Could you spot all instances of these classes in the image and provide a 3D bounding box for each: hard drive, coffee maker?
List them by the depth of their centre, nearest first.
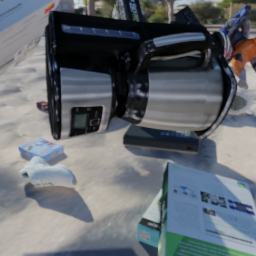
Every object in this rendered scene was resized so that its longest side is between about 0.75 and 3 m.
[{"bbox_3d":[-0.024,-0.983,5.005,2.809,1.892,2.698,0,29,-16],"label":"coffee maker"},{"bbox_3d":[1.201,0.219,9.701,2.452,0.403,1.711,6,24,14],"label":"hard drive"}]

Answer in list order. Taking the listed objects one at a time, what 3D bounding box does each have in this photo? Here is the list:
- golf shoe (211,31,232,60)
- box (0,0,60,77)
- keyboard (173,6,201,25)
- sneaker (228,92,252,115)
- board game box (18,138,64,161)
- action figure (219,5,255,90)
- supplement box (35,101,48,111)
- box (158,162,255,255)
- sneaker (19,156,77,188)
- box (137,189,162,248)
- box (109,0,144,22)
[{"bbox_3d":[1.768,-1.279,6.486,0.696,1.917,0.883,20,3,31],"label":"golf shoe"},{"bbox_3d":[-3.063,-2.301,7.307,2.233,0.590,2.865,-51,14,-32],"label":"box"},{"bbox_3d":[2.593,-3.118,9.832,1.312,2.520,0.499,-44,10,-31],"label":"keyboard"},{"bbox_3d":[4.060,-1.254,12.412,2.648,1.032,1.316,3,20,4],"label":"sneaker"},{"bbox_3d":[-2.756,0.685,8.875,1.151,0.211,0.871,16,28,33],"label":"board game box"},{"bbox_3d":[3.025,-1.953,8.154,1.437,2.748,2.659,31,23,-31],"label":"action figure"},{"bbox_3d":[-3.828,-1.014,12.763,0.787,0.240,0.428,21,31,37],"label":"supplement box"},{"bbox_3d":[1.569,1.780,5.320,1.906,0.480,2.641,15,28,2],"label":"box"},{"bbox_3d":[-2.058,1.274,7.173,1.766,0.621,0.708,9,35,33],"label":"sneaker"},{"bbox_3d":[0.879,1.802,6.027,0.713,0.426,1.733,12,26,25],"label":"box"},{"bbox_3d":[-0.143,-3.222,10.544,0.727,2.387,2.961,0,65,-24],"label":"box"}]
